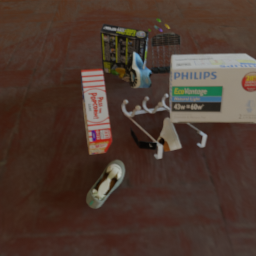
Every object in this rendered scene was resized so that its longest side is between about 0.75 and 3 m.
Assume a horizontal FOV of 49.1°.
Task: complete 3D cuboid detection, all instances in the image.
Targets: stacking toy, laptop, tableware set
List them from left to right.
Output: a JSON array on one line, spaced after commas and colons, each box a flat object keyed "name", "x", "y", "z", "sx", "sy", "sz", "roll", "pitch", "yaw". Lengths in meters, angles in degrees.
[{"name": "tableware set", "x": 0.020, "y": -2.519, "z": 12.428, "sx": 1.134, "sy": 1.683, "sz": 0.258, "roll": 20, "pitch": 74, "yaw": -33}, {"name": "laptop", "x": 0.462, "y": 0.338, "z": 8.451, "sx": 0.830, "sy": 0.736, "sz": 0.429, "roll": 6, "pitch": 71, "yaw": 5}, {"name": "stacking toy", "x": 1.170, "y": -3.840, "z": 10.857, "sx": 0.574, "sy": 0.179, "sz": 0.762, "roll": -47, "pitch": 53, "yaw": 9}]

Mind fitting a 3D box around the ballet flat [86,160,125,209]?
[{"name": "ballet flat", "x": -0.586, "y": 1.666, "z": 8.875, "sx": 0.685, "sy": 0.648, "sz": 2.033, "roll": 35, "pitch": 47, "yaw": 3}]

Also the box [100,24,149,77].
[{"name": "box", "x": -0.183, "y": -3.277, "z": 12.377, "sx": 1.963, "sy": 2.450, "sz": 0.542, "roll": 13, "pitch": 59, "yaw": 6}]

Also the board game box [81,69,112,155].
[{"name": "board game box", "x": -1.062, "y": -0.343, "z": 8.910, "sx": 0.642, "sy": 2.771, "sz": 2.099, "roll": -6, "pitch": 80, "yaw": -9}]

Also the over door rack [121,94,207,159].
[{"name": "over door rack", "x": 1.328, "y": -0.322, "z": 10.445, "sx": 2.152, "sy": 0.970, "sz": 2.913, "roll": -11, "pitch": 43, "yaw": -26}]

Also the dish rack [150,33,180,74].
[{"name": "dish rack", "x": 1.475, "y": -2.893, "z": 10.972, "sx": 1.245, "sy": 1.623, "sz": 0.443, "roll": -4, "pitch": 30, "yaw": 4}]

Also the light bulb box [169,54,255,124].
[{"name": "light bulb box", "x": 2.753, "y": -1.405, "z": 9.306, "sx": 2.741, "sy": 1.725, "sz": 2.765, "roll": 1, "pitch": 23, "yaw": 9}]

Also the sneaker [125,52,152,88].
[{"name": "sneaker", "x": 0.445, "y": -2.176, "z": 10.953, "sx": 0.881, "sy": 0.768, "sz": 1.959, "roll": 11, "pitch": 47, "yaw": -23}]

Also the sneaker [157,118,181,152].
[{"name": "sneaker", "x": 1.386, "y": 0.219, "z": 10.363, "sx": 0.770, "sy": 0.662, "sz": 1.819, "roll": -21, "pitch": 27, "yaw": 9}]
